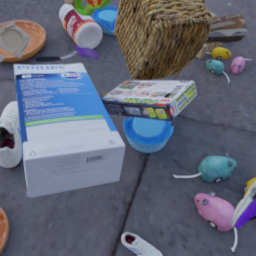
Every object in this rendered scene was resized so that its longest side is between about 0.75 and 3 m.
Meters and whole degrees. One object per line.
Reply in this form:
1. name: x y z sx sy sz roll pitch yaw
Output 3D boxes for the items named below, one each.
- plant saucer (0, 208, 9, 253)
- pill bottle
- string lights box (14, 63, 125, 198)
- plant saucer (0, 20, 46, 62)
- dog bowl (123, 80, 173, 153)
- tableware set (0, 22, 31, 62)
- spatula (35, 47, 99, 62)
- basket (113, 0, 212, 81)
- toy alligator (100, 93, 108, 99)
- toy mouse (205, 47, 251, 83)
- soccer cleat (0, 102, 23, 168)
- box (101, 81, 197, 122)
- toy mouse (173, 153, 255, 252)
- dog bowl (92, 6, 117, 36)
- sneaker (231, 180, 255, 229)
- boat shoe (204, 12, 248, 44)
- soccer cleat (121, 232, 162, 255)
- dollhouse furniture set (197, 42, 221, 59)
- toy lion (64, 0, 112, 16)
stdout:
1. plant saucer: -3.794 2.635 6.736 1.810 0.292 1.810 -1 53 1
2. pill bottle: -2.005 -4.207 11.483 1.139 1.139 2.079 -25 56 -18
3. string lights box: -1.250 -0.213 5.215 1.478 0.848 2.875 -6 40 -21
4. plant saucer: -4.592 -3.473 11.346 2.535 0.474 2.535 0 52 0
5. dog bowl: 0.716 -0.371 8.827 1.483 0.659 2.660 9 53 7
6. tableware set: -2.733 -1.810 5.277 1.534 0.178 1.282 47 68 -17
7. spatula: -1.513 -1.725 6.731 1.582 0.447 0.163 -6 70 9
8. basket: 0.786 -2.429 6.649 1.659 2.324 1.731 -14 71 -17
9. toy alligator: -0.456 -0.570 7.143 0.371 1.544 0.512 43 102 8
10. toy mouse: 3.721 -2.442 10.595 1.998 0.387 1.776 6 52 4
11. soccer cleat: -3.436 -0.041 8.298 0.878 1.086 2.515 -8 52 -6
12. box: 0.347 -0.621 5.857 1.862 0.323 1.025 10 41 43
13. toy mouse: 2.464 1.561 7.361 2.593 0.565 2.917 20 54 15
14. dog bowl: -0.389 -4.514 12.072 2.415 0.599 1.346 19 55 15
15. sneaker: 2.116 1.330 4.559 0.537 1.079 0.375 30 29 19
16. boat shoe: 2.472 -3.116 8.715 2.337 0.885 0.839 -1 91 0
17. soccer cleat: 0.305 2.792 6.499 1.076 0.465 0.376 24 56 17
18. dollhouse furniture set: 3.348 -3.827 11.234 2.120 1.099 0.938 -34 61 -23
19. toy lion: -1.128 -4.270 8.673 0.618 1.799 1.724 -16 60 -43
